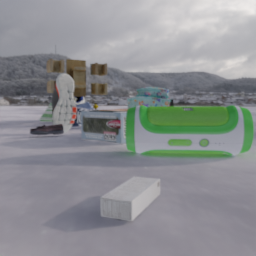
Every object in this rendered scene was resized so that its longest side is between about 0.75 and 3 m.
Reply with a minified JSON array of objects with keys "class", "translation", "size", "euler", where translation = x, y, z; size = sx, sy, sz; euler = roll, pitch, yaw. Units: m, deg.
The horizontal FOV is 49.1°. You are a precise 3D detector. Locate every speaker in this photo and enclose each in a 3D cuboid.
[{"class":"speaker","translation":[1.125,0.036,5.447],"size":[2.283,1.009,1.009],"euler":[0,6,6]}]

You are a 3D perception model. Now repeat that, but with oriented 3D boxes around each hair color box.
[{"class":"hair color box","translation":[0.029,-0.141,8.045],"size":[1.310,0.803,2.647],"euler":[4,8,33]}]

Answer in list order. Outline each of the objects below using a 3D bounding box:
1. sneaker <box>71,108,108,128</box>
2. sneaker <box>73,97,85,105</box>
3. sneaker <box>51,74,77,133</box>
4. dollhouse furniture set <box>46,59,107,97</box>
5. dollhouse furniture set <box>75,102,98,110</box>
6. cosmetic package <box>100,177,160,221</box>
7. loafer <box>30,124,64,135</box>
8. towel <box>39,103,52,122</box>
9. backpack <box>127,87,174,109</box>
[{"class":"sneaker","translation":[-1.475,-0.364,10.516],"size":[2.205,0.773,1.196],"euler":[1,3,-21]},{"class":"sneaker","translation":[-2.570,-1.384,14.175],"size":[1.042,0.890,2.363],"euler":[-27,3,17]},{"class":"sneaker","translation":[-2.155,-0.739,9.150],"size":[0.753,1.954,0.800],"euler":[12,-15,-32]},{"class":"dollhouse furniture set","translation":[-2.429,-1.635,12.818],"size":[2.484,2.834,1.883],"euler":[-2,6,-24]},{"class":"dollhouse furniture set","translation":[-2.207,-1.046,11.737],"size":[1.606,1.048,1.516],"euler":[-19,38,-14]},{"class":"cosmetic package","translation":[0.051,0.683,2.806],"size":[0.321,0.197,0.778],"euler":[3,6,25]},{"class":"loafer","translation":[-2.361,0.037,8.149],"size":[0.958,0.302,0.344],"euler":[0,-16,-23]},{"class":"towel","translation":[-3.818,-0.833,14.355],"size":[1.100,0.169,1.443],"euler":[1,42,17]},{"class":"backpack","translation":[1.221,-1.452,16.603],"size":[2.562,1.929,2.275],"euler":[-7,7,-14]}]
